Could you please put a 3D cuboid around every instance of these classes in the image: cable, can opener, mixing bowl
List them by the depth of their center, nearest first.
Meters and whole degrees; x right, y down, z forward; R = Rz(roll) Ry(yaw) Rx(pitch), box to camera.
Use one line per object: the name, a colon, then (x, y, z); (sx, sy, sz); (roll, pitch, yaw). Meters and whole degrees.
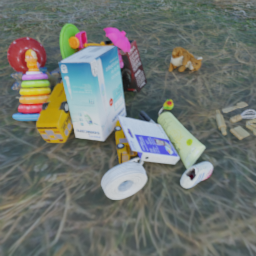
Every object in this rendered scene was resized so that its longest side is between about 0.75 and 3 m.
cable: (-0.097, 1.514, 7.910); (1.299, 1.299, 0.450); (-18, 48, -12)
can opener: (0.726, -0.290, 11.025); (0.370, 0.295, 1.106); (12, 29, -46)
mixing bowl: (-4.980, -3.519, 14.063); (1.926, 1.926, 1.043); (-17, 27, -22)

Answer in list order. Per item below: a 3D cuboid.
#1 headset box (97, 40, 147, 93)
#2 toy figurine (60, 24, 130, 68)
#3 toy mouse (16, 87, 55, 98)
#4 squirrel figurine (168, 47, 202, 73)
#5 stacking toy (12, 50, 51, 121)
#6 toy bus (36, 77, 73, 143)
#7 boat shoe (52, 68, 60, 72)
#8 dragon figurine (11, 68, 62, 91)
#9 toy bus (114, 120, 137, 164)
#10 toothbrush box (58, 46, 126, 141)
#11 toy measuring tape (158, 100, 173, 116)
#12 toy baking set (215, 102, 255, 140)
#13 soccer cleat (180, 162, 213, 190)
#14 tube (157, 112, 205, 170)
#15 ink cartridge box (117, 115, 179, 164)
headset box: (-0.358, -2.840, 12.559); (1.777, 2.388, 0.922); (9, 47, 32)
toy figurine: (-1.074, -2.927, 11.124); (2.395, 2.602, 1.954); (-2, 27, 18)
toy mouse: (-3.835, -1.433, 12.565); (2.240, 0.488, 2.520); (-20, 39, -25)
squirrel figurine: (3.165, -3.712, 15.175); (1.613, 1.223, 1.729); (14, 41, 7)
stacking toy: (-3.607, -1.654, 10.877); (1.480, 2.696, 1.565); (-1, 10, 8)
toy bus: (-2.368, -0.857, 10.458); (0.921, 1.108, 2.831); (-1, 46, 18)
boat shoe: (-2.457, -2.691, 13.722); (2.815, 1.011, 1.066); (-15, 24, 3)
dragon figurine: (-3.667, -2.179, 12.366); (1.486, 0.880, 2.990); (13, 23, 29)
toy bus: (-0.112, 0.453, 9.942); (0.731, 0.608, 1.868); (-3, 36, -7)
toothbrush box: (-1.159, -1.283, 10.176); (1.227, 2.876, 2.106); (7, 30, 22)
toy measuring tape: (1.651, -0.836, 11.909); (0.390, 0.390, 1.059); (19, 52, 24)
toy baking set: (4.245, -0.277, 10.761); (1.778, 0.270, 2.316); (2, 38, -2)
soccer cleat: (2.186, 1.365, 8.674); (1.434, 0.619, 0.501); (-29, 47, -33)
tube: (1.816, 0.316, 9.955); (0.666, 0.744, 2.565); (-19, 38, -7)
ink cartridge box: (0.579, 0.394, 9.432); (1.857, 0.403, 1.840); (13, 33, -28)
